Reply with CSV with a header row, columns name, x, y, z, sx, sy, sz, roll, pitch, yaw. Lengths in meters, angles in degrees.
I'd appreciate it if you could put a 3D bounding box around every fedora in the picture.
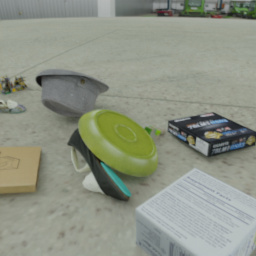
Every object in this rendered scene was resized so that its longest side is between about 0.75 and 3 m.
name,x,y,z,sx,sy,sz,roll,pitch,yaw
fedora,-2.265,-1.214,11.179,2.627,1.341,2.971,-5,-16,40

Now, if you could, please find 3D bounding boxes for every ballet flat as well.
name,x,y,z,sx,sy,sz,roll,pitch,yaw
ballet flat,-0.916,1.121,7.736,0.914,0.909,2.672,-39,56,3
ballet flat,-5.276,-0.954,12.158,1.567,0.564,0.564,2,28,3

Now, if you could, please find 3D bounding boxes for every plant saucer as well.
name,x,y,z,sx,sy,sz,roll,pitch,yaw
plant saucer,-0.156,0.285,8.490,2.774,0.431,2.774,28,27,-16

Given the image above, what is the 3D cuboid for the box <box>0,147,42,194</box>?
name,x,y,z,sx,sy,sz,roll,pitch,yaw
box,-3.947,1.154,8.016,2.704,0.288,2.210,1,24,-14

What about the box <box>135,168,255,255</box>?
name,x,y,z,sx,sy,sz,roll,pitch,yaw
box,1.519,2.052,5.852,2.079,1.091,1.912,-24,35,-36

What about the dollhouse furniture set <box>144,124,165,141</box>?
name,x,y,z,sx,sy,sz,roll,pitch,yaw
dollhouse furniture set,0.892,0.199,10.216,0.574,0.444,1.149,28,14,22

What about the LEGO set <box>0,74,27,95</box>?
name,x,y,z,sx,sy,sz,roll,pitch,yaw
LEGO set,-6.141,-2.415,14.488,1.649,0.955,1.268,-17,32,-29

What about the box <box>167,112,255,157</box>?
name,x,y,z,sx,sy,sz,roll,pitch,yaw
box,2.916,0.148,9.894,2.229,0.554,2.213,-9,27,-26
